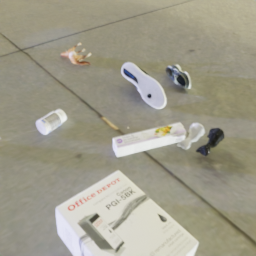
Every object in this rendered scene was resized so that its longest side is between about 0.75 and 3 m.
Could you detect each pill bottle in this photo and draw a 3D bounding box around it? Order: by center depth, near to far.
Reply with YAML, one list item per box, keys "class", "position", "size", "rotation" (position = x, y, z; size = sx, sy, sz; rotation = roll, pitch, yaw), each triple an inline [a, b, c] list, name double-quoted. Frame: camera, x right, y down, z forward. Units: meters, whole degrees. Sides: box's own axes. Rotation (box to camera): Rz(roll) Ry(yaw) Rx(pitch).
- class: "pill bottle"
  position: [-2.666, -0.229, 9.782]
  size: [0.552, 0.552, 0.970]
  rotation: [26, 45, 26]

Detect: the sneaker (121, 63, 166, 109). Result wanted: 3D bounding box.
- class: "sneaker"
  position: [0.824, -1.708, 11.273]
  size: [2.312, 0.845, 1.293]
  rotation: [49, 19, 13]

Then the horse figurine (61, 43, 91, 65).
- class: "horse figurine"
  position: [-2.491, -3.489, 13.544]
  size: [1.154, 0.435, 1.741]
  rotation: [-30, 54, -14]

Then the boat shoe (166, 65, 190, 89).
- class: "boat shoe"
  position: [2.115, -2.151, 11.943]
  size: [0.544, 0.682, 1.804]
  rotation: [-8, 30, -10]

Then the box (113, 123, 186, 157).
- class: "box"
  position: [0.705, 0.375, 9.150]
  size: [2.406, 0.499, 0.466]
  rotation: [-13, 46, -13]

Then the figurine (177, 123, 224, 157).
- class: "figurine"
  position: [2.302, 0.411, 9.030]
  size: [1.170, 0.504, 1.142]
  rotation: [17, 46, 41]

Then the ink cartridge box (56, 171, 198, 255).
- class: "ink cartridge box"
  position: [-0.124, 2.441, 6.251]
  size: [1.929, 1.089, 2.628]
  rotation: [-27, 48, -34]
